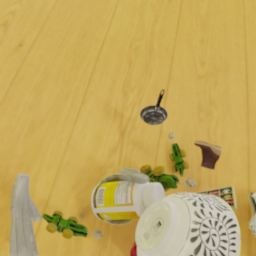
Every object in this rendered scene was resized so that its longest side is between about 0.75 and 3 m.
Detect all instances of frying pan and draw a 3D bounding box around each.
[{"bbox_3d":[1.064,-0.565,9.545,0.977,1.615,0.263,26,48,-22],"label":"frying pan"}]

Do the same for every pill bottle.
[{"bbox_3d":[0.003,2.250,8.801,2.182,1.192,1.192,-12,56,29],"label":"pill bottle"}]

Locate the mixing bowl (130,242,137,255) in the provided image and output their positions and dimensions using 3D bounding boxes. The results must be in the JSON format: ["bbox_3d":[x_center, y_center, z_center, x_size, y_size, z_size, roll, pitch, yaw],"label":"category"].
[{"bbox_3d":[0.851,3.720,8.861,1.513,1.513,0.820,8,32,4],"label":"mixing bowl"}]

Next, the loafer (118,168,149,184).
[{"bbox_3d":[0.182,1.395,8.399,1.172,0.410,0.409,5,42,45],"label":"loafer"}]

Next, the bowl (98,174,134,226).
[{"bbox_3d":[-0.307,2.443,9.685,1.684,0.790,1.684,-1,78,5],"label":"bowl"}]

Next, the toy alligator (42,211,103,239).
[{"bbox_3d":[-1.702,3.042,8.380,1.901,0.457,0.630,22,31,-1],"label":"toy alligator"}]

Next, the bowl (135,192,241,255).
[{"bbox_3d":[1.066,2.607,6.749,1.345,2.865,2.865,37,62,-19],"label":"bowl"}]

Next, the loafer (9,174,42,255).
[{"bbox_3d":[-3.026,2.605,8.310,0.875,0.876,2.506,2,89,-26],"label":"loafer"}]

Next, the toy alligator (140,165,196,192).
[{"bbox_3d":[1.077,1.732,9.186,0.594,2.473,0.820,-29,106,-34],"label":"toy alligator"}]

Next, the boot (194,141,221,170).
[{"bbox_3d":[2.252,0.806,8.199,0.879,0.318,0.731,17,102,-4],"label":"boot"}]

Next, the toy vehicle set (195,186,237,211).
[{"bbox_3d":[2.872,2.437,9.335,1.356,0.180,0.842,-19,35,26],"label":"toy vehicle set"}]

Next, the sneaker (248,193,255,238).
[{"bbox_3d":[4.484,3.379,9.290,0.916,0.945,2.588,2,51,11],"label":"sneaker"}]

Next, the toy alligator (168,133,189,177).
[{"bbox_3d":[1.922,1.034,10.775,0.611,0.443,1.845,-22,58,25],"label":"toy alligator"}]
